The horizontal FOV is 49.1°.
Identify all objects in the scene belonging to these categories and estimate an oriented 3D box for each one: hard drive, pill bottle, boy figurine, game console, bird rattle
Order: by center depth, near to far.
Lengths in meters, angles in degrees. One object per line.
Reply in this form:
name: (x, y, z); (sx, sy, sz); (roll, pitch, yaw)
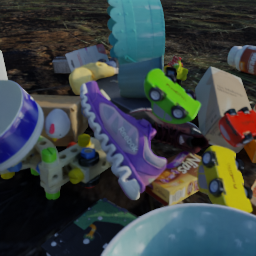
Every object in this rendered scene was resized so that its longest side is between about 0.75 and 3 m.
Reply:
hard drive: (-0.516, 1.777, 4.521); (0.990, 0.268, 1.417); (21, 35, 31)
boy figurine: (-0.959, -1.591, 8.266); (1.369, 0.709, 2.202); (-1, 24, 22)
game console: (1.467, -1.793, 9.893); (0.756, 1.282, 0.155); (8, 72, 12)
bird rattle: (1.726, -2.409, 11.302); (1.179, 0.815, 1.446); (-25, 34, 4)
pill bottle: (5.209, -2.787, 11.599); (1.096, 1.096, 1.955); (-23, 37, -34)

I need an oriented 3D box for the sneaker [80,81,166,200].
sneaker: (-0.081, 0.079, 5.297); (1.060, 0.964, 2.398); (-29, 76, -3)

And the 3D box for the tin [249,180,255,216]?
tin: (2.682, 1.294, 5.161); (0.810, 0.303, 1.446); (23, 29, 31)

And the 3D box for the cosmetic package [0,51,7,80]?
cosmetic package: (-5.134, -1.626, 8.843); (1.821, 1.832, 2.189); (-24, 39, -37)

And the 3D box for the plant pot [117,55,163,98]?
plant pot: (0.369, -1.300, 7.569); (1.184, 1.209, 1.209); (-2, 30, 7)

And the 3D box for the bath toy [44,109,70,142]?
bath toy: (-2.023, 0.026, 5.348); (1.781, 0.775, 0.658); (-1, 21, 0)

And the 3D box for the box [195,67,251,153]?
box: (2.454, -0.546, 7.290); (1.063, 0.870, 2.239); (18, 42, -9)

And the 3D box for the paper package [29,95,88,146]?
paper package: (-2.054, -0.244, 7.027); (1.852, 0.958, 1.766); (1, 15, 3)

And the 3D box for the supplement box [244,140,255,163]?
supplement box: (3.554, 0.405, 6.673); (1.366, 0.502, 0.861); (1, 31, 0)

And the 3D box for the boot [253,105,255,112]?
boot: (4.105, -0.542, 8.127); (0.501, 0.717, 1.336); (-3, 29, -1)

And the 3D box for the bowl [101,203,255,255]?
bowl: (0.876, 2.158, 2.832); (2.556, 1.337, 2.556); (-1, 30, 0)

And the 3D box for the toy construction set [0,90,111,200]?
toy construction set: (-1.154, 0.351, 6.122); (1.931, 1.357, 2.945); (20, 47, 32)

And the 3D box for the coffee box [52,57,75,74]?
coffee box: (-2.513, -2.713, 12.019); (1.337, 0.534, 0.756); (-3, 30, -6)

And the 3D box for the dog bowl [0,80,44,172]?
dog bowl: (-2.470, -0.054, 5.146); (1.689, 0.665, 1.689); (-11, 52, 14)

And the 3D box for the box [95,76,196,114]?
box: (0.329, -0.917, 8.718); (2.272, 0.735, 2.881); (-22, 36, -31)

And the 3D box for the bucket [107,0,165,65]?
bucket: (0.237, -3.666, 11.053); (1.927, 2.962, 2.962); (-5, 30, -5)

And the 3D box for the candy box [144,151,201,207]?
candy box: (1.024, 0.980, 5.673); (1.450, 0.409, 0.846); (-19, 31, -34)

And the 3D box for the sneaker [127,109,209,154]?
sneaker: (0.881, 0.088, 6.120); (1.975, 0.747, 1.141); (8, 12, -15)

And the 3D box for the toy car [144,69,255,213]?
toy car: (1.277, -0.042, 5.151); (2.611, 0.619, 2.774); (40, 45, 0)

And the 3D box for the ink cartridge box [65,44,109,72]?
ink cartridge box: (-1.669, -2.705, 11.326); (1.609, 0.937, 0.543); (-20, 7, -19)
